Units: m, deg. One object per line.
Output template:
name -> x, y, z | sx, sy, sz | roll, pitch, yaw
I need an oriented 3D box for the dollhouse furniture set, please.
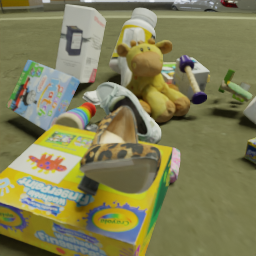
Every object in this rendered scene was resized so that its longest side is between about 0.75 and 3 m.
dollhouse furniture set -> 3.762, -1.477, 9.530 | 1.057, 0.810, 1.614 | 29, 9, 13

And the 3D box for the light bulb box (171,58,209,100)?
light bulb box -> 2.321, -1.873, 10.638 | 0.740, 1.175, 1.185 | -10, 42, -20

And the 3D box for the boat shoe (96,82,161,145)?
boat shoe -> -0.091, -0.483, 7.569 | 0.904, 0.787, 2.453 | -43, 63, 5

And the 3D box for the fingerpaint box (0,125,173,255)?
fingerpaint box -> -0.765, 1.120, 5.161 | 2.703, 0.992, 2.255 | 10, 35, 17

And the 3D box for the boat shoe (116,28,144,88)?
boat shoe -> -0.016, -2.716, 11.175 | 0.860, 2.510, 0.904 | 13, 13, 27

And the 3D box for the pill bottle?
pill bottle -> 0.312, -3.758, 12.430 | 1.545, 2.776, 1.545 | 19, -5, 2

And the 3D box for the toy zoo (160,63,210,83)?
toy zoo -> 2.431, -2.516, 13.021 | 1.965, 0.306, 2.995 | -6, 28, -12

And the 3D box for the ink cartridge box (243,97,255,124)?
ink cartridge box -> 4.370, -0.837, 8.821 | 0.615, 1.089, 1.486 | 45, 39, 10

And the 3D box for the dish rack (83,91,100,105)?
dish rack -> -1.152, -1.198, 10.612 | 0.883, 0.224, 1.029 | -17, 33, -30

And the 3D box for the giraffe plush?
giraffe plush -> 0.677, -1.725, 9.349 | 2.415, 2.270, 2.799 | -16, 31, -25

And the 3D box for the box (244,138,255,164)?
box -> 3.746, 0.460, 7.095 | 1.595, 0.513, 0.559 | -13, 29, -26

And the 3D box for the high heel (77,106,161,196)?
high heel -> -0.014, 0.053, 3.627 | 0.770, 2.156, 1.537 | 31, 64, -14

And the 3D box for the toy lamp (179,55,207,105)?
toy lamp -> 2.114, -1.669, 9.365 | 0.567, 0.567, 1.949 | -4, 56, -8

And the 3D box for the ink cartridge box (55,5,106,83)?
ink cartridge box -> -1.871, -3.257, 11.224 | 1.144, 2.713, 1.964 | 14, 11, 6

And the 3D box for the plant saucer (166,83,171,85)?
plant saucer -> 1.697, -1.661, 11.536 | 0.982, 0.181, 0.984 | 4, 27, 7

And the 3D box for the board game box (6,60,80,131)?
board game box -> -2.569, -0.986, 8.260 | 2.179, 1.648, 0.399 | 24, -1, 34

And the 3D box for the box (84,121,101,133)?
box -> -0.633, 0.134, 7.956 | 0.849, 0.268, 1.077 | -22, 33, -33

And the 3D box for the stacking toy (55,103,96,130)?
stacking toy -> -1.403, -0.314, 8.031 | 0.757, 0.757, 1.772 | 5, 22, 10

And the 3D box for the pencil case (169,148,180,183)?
pencil case -> 0.980, 0.841, 6.479 | 0.432, 0.432, 0.987 | 7, 28, 13
